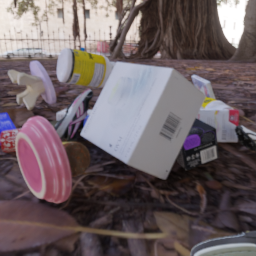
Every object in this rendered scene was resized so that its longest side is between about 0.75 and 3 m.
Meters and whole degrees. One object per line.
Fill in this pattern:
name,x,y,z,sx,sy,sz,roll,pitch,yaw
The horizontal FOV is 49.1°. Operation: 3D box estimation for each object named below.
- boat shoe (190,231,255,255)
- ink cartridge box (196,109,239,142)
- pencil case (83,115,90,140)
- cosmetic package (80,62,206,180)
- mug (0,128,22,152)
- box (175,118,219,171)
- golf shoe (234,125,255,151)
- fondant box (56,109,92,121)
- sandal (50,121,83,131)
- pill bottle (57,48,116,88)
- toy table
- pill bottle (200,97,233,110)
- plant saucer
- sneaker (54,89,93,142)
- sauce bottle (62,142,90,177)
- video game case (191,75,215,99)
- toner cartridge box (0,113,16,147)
boat shoe,2.190,2.088,4.427,2.628,0.937,0.791,5,13,-4
ink cartridge box,3.194,-0.098,10.434,1.627,1.201,0.697,2,7,5
pencil case,-0.289,-0.220,10.421,2.820,1.225,1.100,-21,18,-31
cosmetic package,0.315,-0.344,8.297,1.639,2.658,2.666,28,-3,-37
mug,-3.550,0.493,9.695,1.361,1.208,0.908,-6,55,-5
box,1.837,0.351,9.082,1.217,1.056,1.991,-17,22,-12
golf shoe,4.129,0.409,8.753,0.783,0.644,1.658,-42,72,-10
fondant box,-2.354,-0.538,12.983,1.576,0.459,1.137,5,16,11
sandal,-2.322,-0.240,11.771,2.309,0.623,0.927,2,15,28
pill bottle,-1.653,-2.516,12.187,2.582,1.437,1.437,4,13,-33
toy table,-4.976,-2.163,14.440,1.512,2.374,2.583,-24,61,-32
pill bottle,3.423,-0.660,12.067,1.289,1.289,2.256,-8,21,-23
plant saucer,-1.985,0.773,6.279,0.514,2.030,2.030,-18,25,-36
sneaker,-1.919,-0.405,10.753,0.920,0.989,2.291,-11,44,60
sauce bottle,-1.949,0.804,7.442,0.863,0.863,2.613,-14,6,-37
video game case,3.770,-1.517,13.620,0.223,1.943,1.771,-25,23,-1
toner cartridge box,-5.243,0.047,11.072,1.271,0.577,2.675,-9,20,-28
